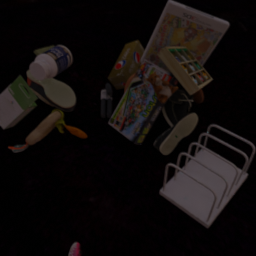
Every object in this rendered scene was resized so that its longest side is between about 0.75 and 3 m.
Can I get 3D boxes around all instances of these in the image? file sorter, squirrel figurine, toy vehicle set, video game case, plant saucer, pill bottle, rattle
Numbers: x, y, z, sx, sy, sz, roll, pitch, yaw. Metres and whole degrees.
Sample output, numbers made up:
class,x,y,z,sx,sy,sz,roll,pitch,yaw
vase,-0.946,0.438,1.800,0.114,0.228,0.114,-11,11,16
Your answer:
class,x,y,z,sx,sy,sz,roll,pitch,yaw
file sorter,2.246,1.175,7.786,1.589,1.426,2.290,32,50,30
squirrel figurine,0.904,-1.232,8.352,0.854,0.915,0.648,44,89,-6
toy vehicle set,2.023,-2.026,9.507,1.630,0.348,2.624,51,29,4
video game case,2.073,-3.213,10.716,2.416,2.655,0.304,14,48,-14
plant saucer,0.350,-1.393,10.676,0.232,1.438,1.438,-1,33,-45
pill bottle,-2.213,-1.845,8.026,0.710,0.710,1.278,14,37,15
rattle,-2.633,0.474,9.230,1.326,1.455,2.036,-16,28,47

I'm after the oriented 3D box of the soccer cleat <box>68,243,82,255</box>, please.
class,x,y,z,sx,sy,sz,roll,pitch,yaw
soccer cleat,-1.371,3.218,6.196,0.599,0.484,1.386,-1,42,0

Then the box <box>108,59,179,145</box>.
class,x,y,z,sx,sy,sz,roll,pitch,yaw
box,0.484,-0.873,9.471,1.404,2.550,0.443,36,12,32

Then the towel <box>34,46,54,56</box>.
class,x,y,z,sx,sy,sz,roll,pitch,yaw
towel,-3.929,-3.691,14.086,1.132,0.278,1.526,-28,48,-29

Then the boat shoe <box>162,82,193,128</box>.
class,x,y,z,sx,sy,sz,roll,pitch,yaw
boat shoe,1.884,-0.973,10.297,1.046,0.985,2.913,34,39,-21

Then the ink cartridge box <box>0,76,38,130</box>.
class,x,y,z,sx,sy,sz,roll,pitch,yaw
ink cartridge box,-3.815,-0.869,9.567,0.969,1.866,0.553,54,21,0

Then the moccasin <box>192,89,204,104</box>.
class,x,y,z,sx,sy,sz,roll,pitch,yaw
moccasin,2.343,-1.521,10.317,0.510,1.395,0.539,-16,15,39

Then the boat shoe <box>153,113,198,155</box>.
class,x,y,z,sx,sy,sz,roll,pitch,yaw
boat shoe,1.530,0.107,9.035,1.718,0.617,0.581,-43,29,-9

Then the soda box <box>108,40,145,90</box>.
class,x,y,z,sx,sy,sz,roll,pitch,yaw
soda box,-0.023,-2.738,12.116,0.757,0.716,2.235,-5,49,38

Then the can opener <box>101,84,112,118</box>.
class,x,y,z,sx,sy,sz,roll,pitch,yaw
can opener,-0.858,-1.109,10.970,0.454,0.569,1.701,-2,42,-2

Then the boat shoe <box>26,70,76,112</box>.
class,x,y,z,sx,sy,sz,roll,pitch,yaw
boat shoe,-3.009,-1.343,10.927,2.818,0.882,1.003,36,47,28
